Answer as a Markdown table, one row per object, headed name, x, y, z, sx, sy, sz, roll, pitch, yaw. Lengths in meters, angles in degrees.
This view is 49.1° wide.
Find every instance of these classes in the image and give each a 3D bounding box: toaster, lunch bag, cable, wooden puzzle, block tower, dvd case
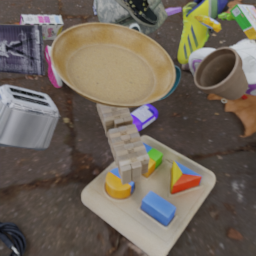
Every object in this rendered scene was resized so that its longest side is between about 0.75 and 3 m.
| name | x | y | z | sx | sy | sz | roll | pitch | yaw |
| --- | --- | --- | --- | --- | --- | --- | --- | --- | --- |
| toaster | -2.505 | -0.230 | 6.534 | 1.815 | 1.172 | 1.031 | 13 | 25 | -41 |
| lunch bag | 0.001 | -3.821 | 9.123 | 2.017 | 1.691 | 1.405 | -7 | 36 | 42 |
| cable | -3.369 | 2.851 | 6.441 | 1.843 | 0.468 | 1.504 | 2 | 46 | 3 |
| wooden puzzle | 0.599 | 1.532 | 7.579 | 2.685 | 0.671 | 2.899 | 30 | 53 | 25 |
| block tower | -0.154 | 0.061 | 5.416 | 0.539 | 0.577 | 1.996 | -13 | 55 | -11 |
| dvd case | -3.347 | -2.327 | 8.330 | 1.897 | 1.410 | 0.151 | 7 | 19 | 16 |

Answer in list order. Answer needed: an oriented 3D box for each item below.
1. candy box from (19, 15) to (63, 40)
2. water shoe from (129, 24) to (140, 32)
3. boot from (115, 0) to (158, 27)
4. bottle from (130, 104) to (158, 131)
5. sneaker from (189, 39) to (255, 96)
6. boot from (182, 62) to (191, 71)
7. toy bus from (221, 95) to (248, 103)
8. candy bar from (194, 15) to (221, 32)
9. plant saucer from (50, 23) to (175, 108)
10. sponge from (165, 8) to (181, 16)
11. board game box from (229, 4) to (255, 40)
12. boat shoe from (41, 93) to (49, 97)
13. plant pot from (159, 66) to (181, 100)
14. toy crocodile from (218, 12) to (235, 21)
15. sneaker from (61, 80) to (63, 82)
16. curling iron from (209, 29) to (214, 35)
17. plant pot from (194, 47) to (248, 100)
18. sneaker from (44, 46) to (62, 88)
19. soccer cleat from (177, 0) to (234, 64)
| name | x | y | z | sx | sy | sz | roll | pitch | yaw |
| --- | --- | --- | --- | --- | --- | --- | --- | --- | --- |
| candy box | -3.071 | -3.517 | 9.869 | 1.369 | 0.934 | 0.418 | -13 | 77 | -29 |
| water shoe | 0.171 | -2.751 | 8.357 | 0.384 | 1.074 | 0.424 | -4 | 64 | 1 |
| boot | 0.484 | -3.514 | 7.536 | 1.619 | 1.223 | 0.585 | 29 | 60 | -29 |
| bottle | 0.285 | -0.220 | 9.397 | 0.653 | 0.511 | 1.564 | 37 | 56 | 28 |
| sneaker | 2.789 | -1.737 | 7.518 | 2.947 | 1.103 | 1.468 | 7 | 71 | -28 |
| boot | 2.853 | -2.512 | 11.669 | 1.219 | 0.586 | 1.667 | 4 | 44 | 13 |
| toy bus | 3.985 | -1.493 | 10.606 | 1.019 | 0.558 | 1.080 | -1 | 45 | 0 |
| candy bar | 2.012 | -2.715 | 7.178 | 0.454 | 0.202 | 1.820 | 28 | 24 | -8 |
| plant saucer | -0.224 | -0.947 | 4.368 | 1.915 | 0.339 | 1.915 | 8 | 50 | -10 |
| sponge | 1.512 | -4.583 | 11.138 | 1.130 | 0.168 | 0.630 | -30 | 33 | -30 |
| board game box | 3.393 | -2.917 | 7.711 | 1.269 | 0.256 | 0.971 | -23 | 79 | -46 |
| boat shoe | -3.581 | -0.819 | 10.021 | 0.558 | 0.546 | 1.565 | 28 | 46 | 32 |
| plant pot | 0.804 | -1.669 | 8.647 | 1.206 | 1.206 | 1.133 | -25 | 54 | -22 |
| toy crocodile | 3.045 | -3.318 | 8.280 | 0.867 | 0.268 | 0.293 | -8 | 24 | -20 |
| sneaker | -2.499 | -2.568 | 11.163 | 0.995 | 0.928 | 2.511 | -45 | 48 | 19 |
| curling iron | 2.769 | -3.885 | 11.131 | 1.516 | 0.376 | 0.194 | 20 | 66 | 48 |
| plant pot | 2.188 | -1.104 | 6.262 | 0.939 | 1.077 | 1.077 | 29 | 34 | -33 |
| sneaker | -2.039 | -1.785 | 8.157 | 0.546 | 0.503 | 1.237 | -10 | 89 | -31 |
| soccer cleat | 2.144 | -3.369 | 8.942 | 1.255 | 3.001 | 0.970 | 10 | 50 | -15 |
